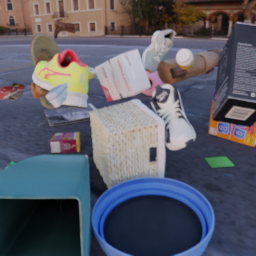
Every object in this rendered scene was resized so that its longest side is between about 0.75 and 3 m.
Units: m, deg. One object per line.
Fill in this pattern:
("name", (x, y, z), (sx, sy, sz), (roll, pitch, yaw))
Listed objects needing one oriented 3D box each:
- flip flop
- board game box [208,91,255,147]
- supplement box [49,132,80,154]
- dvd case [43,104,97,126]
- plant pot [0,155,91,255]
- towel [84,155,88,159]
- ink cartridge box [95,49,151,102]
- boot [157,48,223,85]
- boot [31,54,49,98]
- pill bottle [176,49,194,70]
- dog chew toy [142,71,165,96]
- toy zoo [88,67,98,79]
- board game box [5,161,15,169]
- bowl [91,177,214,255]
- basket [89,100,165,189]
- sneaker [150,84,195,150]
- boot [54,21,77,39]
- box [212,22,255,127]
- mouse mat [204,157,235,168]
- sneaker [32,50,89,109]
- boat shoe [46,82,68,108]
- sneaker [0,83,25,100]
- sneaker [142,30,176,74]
("flip flop", (-2.943, -2.074, 10.498), (1.134, 2.795, 0.805), (-9, 13, -32))
("board game box", (4.855, -0.669, 11.953), (1.956, 1.956, 1.958), (19, 30, 37))
("supplement box", (-2.425, 0.572, 10.861), (1.094, 0.565, 0.716), (-2, 24, -5))
("dvd case", (-2.807, -0.718, 14.285), (2.664, 0.213, 1.981), (-10, 25, -22))
("plant pot", (-1.800, 1.774, 6.522), (2.027, 2.028, 2.869), (0, 16, 1))
("towel", (-1.874, 1.383, 9.348), (1.107, 0.288, 1.670), (-3, 23, -9))
("ink cartridge box", (-0.256, -2.043, 11.298), (0.920, 1.579, 2.182), (-27, 12, -29))
("boot", (2.521, -2.488, 11.227), (2.147, 1.031, 2.936), (-19, 15, -5))
("boot", (-3.192, -1.808, 9.999), (0.528, 1.432, 1.108), (6, -13, -31))
("pill bottle", (1.757, -2.133, 8.653), (0.511, 0.511, 0.920), (8, 3, 18))
("dog chew toy", (1.659, -2.933, 17.891), (1.585, 1.585, 2.545), (10, 18, 22))
("toy zoo", (-2.304, -2.602, 12.507), (2.149, 0.220, 1.410), (20, 24, 6))
("board game box", (-3.552, 1.876, 6.543), (0.259, 2.003, 2.004), (42, 21, -13))
("bowl", (0.566, 2.202, 6.762), (2.865, 0.562, 2.865), (-3, 23, 1))
("basket", (-0.090, 0.515, 8.960), (1.802, 2.221, 2.241), (-10, 26, -17))
("sneaker", (1.257, -0.503, 8.708), (1.020, 1.662, 2.555), (-24, 21, 20))
("boot", (-2.464, -3.791, 11.030), (0.868, 0.809, 0.279), (4, 53, -15))
("box", (3.365, -1.466, 8.137), (1.265, 2.362, 1.753), (10, -17, 6))
("mouse mat", (3.261, 1.228, 10.036), (0.898, 0.034, 0.723), (-2, 24, -8))
("sneaker", (-1.808, -1.579, 7.883), (1.141, 1.318, 2.919), (1, 23, -38))
("boat shoe", (-1.461, -0.675, 5.873), (0.370, 0.336, 1.005), (-20, 20, 13))
("sneaker", (-4.284, -1.244, 10.405), (0.537, 0.567, 1.379), (17, 21, 7))
("sneaker", (1.480, -3.680, 13.118), (0.925, 2.444, 1.124), (33, -23, -34))
